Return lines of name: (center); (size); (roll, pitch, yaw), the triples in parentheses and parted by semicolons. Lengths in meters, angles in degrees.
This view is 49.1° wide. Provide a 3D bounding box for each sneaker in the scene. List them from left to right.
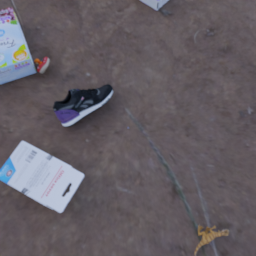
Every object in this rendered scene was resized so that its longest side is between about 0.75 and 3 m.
sneaker: (-1.593, -1.068, 10.067); (2.316, 1.014, 0.877); (-38, 31, -17)

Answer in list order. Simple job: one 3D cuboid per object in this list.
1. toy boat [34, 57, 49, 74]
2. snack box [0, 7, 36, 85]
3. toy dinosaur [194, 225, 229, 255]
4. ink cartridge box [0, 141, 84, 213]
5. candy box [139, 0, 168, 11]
toy boat: (-3.448, -2.528, 11.042); (0.516, 0.515, 0.790); (28, 33, -26)
snack box: (-5.375, -3.189, 11.234); (2.511, 1.008, 2.978); (-22, 68, -10)
toy dinosaur: (2.317, 3.339, 8.401); (0.435, 0.766, 1.442); (39, 109, -18)
ink cartridge box: (-2.730, 1.641, 9.050); (2.453, 0.818, 1.421); (26, 67, 12)
candy box: (1.322, -6.431, 12.989); (1.406, 0.600, 1.676); (37, 70, 16)
